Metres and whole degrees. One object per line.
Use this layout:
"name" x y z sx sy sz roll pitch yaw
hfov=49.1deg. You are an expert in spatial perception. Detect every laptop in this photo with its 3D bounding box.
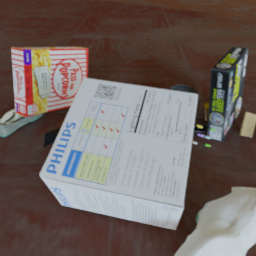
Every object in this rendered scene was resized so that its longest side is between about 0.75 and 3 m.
"laptop" -2.056 0.254 8.300 0.429 0.830 0.736 38 40 25

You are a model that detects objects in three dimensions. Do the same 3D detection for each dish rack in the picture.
"dish rack" 1.959 -0.654 9.262 1.245 1.623 0.443 6 -13 -22

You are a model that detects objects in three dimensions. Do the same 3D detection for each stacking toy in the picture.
"stacking toy" 2.295 0.257 8.483 0.762 0.574 0.179 14 9 -25

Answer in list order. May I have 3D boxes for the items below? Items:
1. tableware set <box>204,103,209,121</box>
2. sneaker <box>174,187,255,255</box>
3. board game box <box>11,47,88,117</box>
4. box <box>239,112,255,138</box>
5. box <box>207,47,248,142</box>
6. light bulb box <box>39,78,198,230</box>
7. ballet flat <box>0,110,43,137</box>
"tableware set" 3.175 -1.115 10.016 0.258 1.134 1.683 17 50 35
"sneaker" 1.750 2.144 5.765 2.876 1.082 1.273 -26 20 -27
"board game box" -2.584 -1.702 9.695 0.642 2.099 2.771 18 24 32
"box" 3.843 -0.089 8.944 0.615 0.752 0.080 9 6 -34
"box" 3.171 -1.075 8.944 0.542 2.450 1.963 16 39 31
"light bulb box" -0.021 0.530 6.428 2.765 1.725 2.741 10 57 10
"ballet flat" -3.686 -0.419 9.648 0.685 0.648 2.033 18 38 26
